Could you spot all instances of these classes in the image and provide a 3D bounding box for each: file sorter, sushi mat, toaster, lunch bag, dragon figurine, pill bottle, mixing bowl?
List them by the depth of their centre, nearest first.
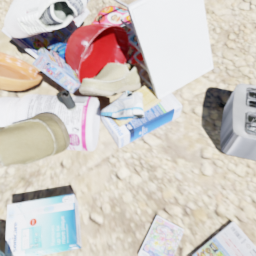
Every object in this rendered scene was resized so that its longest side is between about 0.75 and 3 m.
[{"bbox_3d":[-2.328,-0.171,8.308,2.816,1.596,1.596,3,59,2],"label":"pill bottle"},{"bbox_3d":[3.846,-0.121,8.442,2.230,1.323,2.016,13,59,8],"label":"toaster"},{"bbox_3d":[1.027,-2.858,8.491,2.048,2.951,1.837,-29,40,-5],"label":"file sorter"},{"bbox_3d":[-1.098,-2.265,8.538,1.173,2.167,2.167,35,65,23],"label":"mixing bowl"},{"bbox_3d":[0.166,-0.691,8.685,1.680,0.102,0.804,-32,61,-19],"label":"sushi mat"},{"bbox_3d":[-2.127,-2.375,8.947,0.620,1.047,2.107,19,34,41],"label":"dragon figurine"},{"bbox_3d":[-0.302,-3.176,10.381,2.441,1.135,2.771,22,62,13],"label":"lunch bag"}]

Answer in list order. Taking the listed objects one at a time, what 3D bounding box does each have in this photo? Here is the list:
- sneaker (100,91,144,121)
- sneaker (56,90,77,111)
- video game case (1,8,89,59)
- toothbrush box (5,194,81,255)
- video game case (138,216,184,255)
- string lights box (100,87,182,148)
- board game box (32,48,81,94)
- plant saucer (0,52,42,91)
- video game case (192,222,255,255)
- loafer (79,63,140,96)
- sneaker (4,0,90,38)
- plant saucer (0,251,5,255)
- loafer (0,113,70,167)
[{"bbox_3d":[-0.121,-0.547,6.865,0.592,1.578,0.684,12,81,-37],"label":"sneaker"},{"bbox_3d":[-1.692,-0.868,7.461,0.345,0.490,0.923,-34,46,-20],"label":"sneaker"},{"bbox_3d":[-2.884,-3.821,10.014,2.626,1.881,0.237,-53,30,-3],"label":"video game case"},{"bbox_3d":[-2.143,2.532,7.182,1.731,0.738,1.267,-8,59,-3],"label":"toothbrush box"},{"bbox_3d":[0.867,2.979,7.284,0.809,0.102,1.130,25,62,14],"label":"video game case"},{"bbox_3d":[0.414,-0.453,9.007,2.332,0.688,1.198,-27,63,-15],"label":"string lights box"},{"bbox_3d":[-1.928,-1.634,7.294,0.377,1.222,1.223,-41,49,15],"label":"board game box"},{"bbox_3d":[-3.885,-1.731,8.255,2.574,0.482,2.574,21,20,-8],"label":"plant saucer"},{"bbox_3d":[2.474,3.333,7.045,1.639,0.148,1.173,-31,64,-17],"label":"video game case"},{"bbox_3d":[-0.518,-1.486,8.443,0.995,0.898,2.630,6,16,29],"label":"loafer"},{"bbox_3d":[-2.354,-3.008,7.479,2.806,1.072,1.129,-14,51,27],"label":"sneaker"},{"bbox_3d":[-3.008,3.474,6.402,1.768,1.768,0.340,48,27,24],"label":"plant saucer"},{"bbox_3d":[-2.666,0.433,6.800,2.985,1.135,1.007,-13,17,33],"label":"loafer"}]
